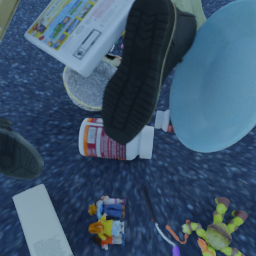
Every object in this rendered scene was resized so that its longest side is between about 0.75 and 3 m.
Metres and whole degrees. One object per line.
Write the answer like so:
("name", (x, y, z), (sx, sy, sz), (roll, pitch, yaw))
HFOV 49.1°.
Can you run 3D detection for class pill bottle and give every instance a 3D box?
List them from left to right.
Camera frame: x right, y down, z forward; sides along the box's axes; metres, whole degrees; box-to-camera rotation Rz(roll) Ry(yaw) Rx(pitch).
("pill bottle", (-0.293, 0.324, 7.711), (1.931, 1.058, 1.058), (6, 48, 5))
("pill bottle", (1.114, -0.140, 6.680), (0.906, 0.525, 0.525), (8, 48, 4))

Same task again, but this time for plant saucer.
("plant saucer", (1.864, -0.918, 5.432), (0.566, 2.939, 2.939), (15, 43, -24))

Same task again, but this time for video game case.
("video game case", (-0.789, -2.498, 5.840), (2.323, 0.292, 2.552), (36, 87, 36))

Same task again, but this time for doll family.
("doll family", (-0.504, 2.052, 6.449), (0.826, 0.600, 1.331), (0, 48, 0))

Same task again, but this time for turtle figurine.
("turtle figurine", (1.937, 2.276, 6.237), (1.898, 0.611, 1.530), (27, 53, 23))

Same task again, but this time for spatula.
("spatula", (0.541, 1.630, 4.494), (0.166, 0.456, 1.615), (-20, 63, -13))

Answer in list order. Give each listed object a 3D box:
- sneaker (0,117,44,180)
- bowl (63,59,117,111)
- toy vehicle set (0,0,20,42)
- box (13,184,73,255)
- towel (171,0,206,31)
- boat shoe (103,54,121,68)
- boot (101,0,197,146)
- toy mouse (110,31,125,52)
("sneaker", (-2.395, 0.278, 5.464), (2.085, 0.797, 1.195), (21, 9, 11))
("bowl", (-1.170, -1.248, 9.045), (2.011, 0.944, 2.011), (11, 59, -19))
("toy vehicle set", (-3.309, -2.086, 6.457), (0.383, 1.793, 2.885), (25, 90, -19))
("box", (-1.892, 2.252, 6.236), (0.777, 0.647, 1.892), (-21, 51, -18))
("towel", (1.469, -3.495, 7.896), (1.696, 2.286, 0.417), (-41, 30, -29))
("boat shoe", (-0.504, -2.580, 10.789), (1.385, 0.433, 0.493), (17, 48, 13))
("boot", (0.612, -1.112, 5.881), (1.117, 2.883, 1.994), (33, 28, 21))
("toy mouse", (-0.271, -3.747, 11.902), (1.791, 0.347, 1.592), (30, 54, 25))
